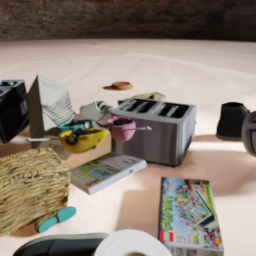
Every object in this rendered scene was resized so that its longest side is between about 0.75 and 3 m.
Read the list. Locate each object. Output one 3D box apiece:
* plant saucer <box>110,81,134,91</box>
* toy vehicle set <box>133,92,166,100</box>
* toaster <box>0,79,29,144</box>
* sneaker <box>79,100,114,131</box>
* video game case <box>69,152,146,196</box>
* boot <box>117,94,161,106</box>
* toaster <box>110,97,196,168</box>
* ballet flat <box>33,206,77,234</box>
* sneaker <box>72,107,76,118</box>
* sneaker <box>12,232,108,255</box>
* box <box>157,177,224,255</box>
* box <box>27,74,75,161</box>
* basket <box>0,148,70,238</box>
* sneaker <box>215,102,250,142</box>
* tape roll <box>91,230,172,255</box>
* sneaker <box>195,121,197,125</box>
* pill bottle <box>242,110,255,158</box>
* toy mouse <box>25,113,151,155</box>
[{"bbox_3d":[-0.385,-2.555,16.925,1.440,0.270,1.440,-1,23,0],"label":"plant saucer"},{"bbox_3d":[1.131,-1.611,14.812,1.502,0.199,0.933,-12,26,-25],"label":"toy vehicle set"},{"bbox_3d":[-4.559,-0.586,10.309,1.264,2.130,1.926,8,32,14],"label":"toaster"},{"bbox_3d":[-1.288,-0.715,11.682,0.983,1.036,2.573,-21,27,-32],"label":"sneaker"},{"bbox_3d":[-0.706,1.151,7.561,1.698,0.214,1.866,-23,15,-29],"label":"video game case"},{"bbox_3d":[0.408,-0.878,11.417,1.823,0.793,2.192,10,-13,10],"label":"boot"},{"bbox_3d":[0.793,0.077,9.164,2.410,1.582,2.665,9,25,22],"label":"toaster"},{"bbox_3d":[-1.647,2.011,6.292,1.019,0.360,0.360,-22,32,-40],"label":"ballet flat"},{"bbox_3d":[-2.463,-0.453,11.315,2.347,0.865,1.356,28,27,32],"label":"sneaker"},{"bbox_3d":[-1.136,2.416,4.806,1.819,0.680,0.966,-8,36,-5],"label":"sneaker"},{"bbox_3d":[1.315,1.945,6.314,1.278,0.403,2.322,3,24,7],"label":"box"},{"bbox_3d":[-2.539,-0.398,9.258,1.220,1.016,2.970,14,38,-36],"label":"box"},{"bbox_3d":[-2.666,1.159,6.226,2.301,1.642,1.714,-17,42,-34],"label":"basket"},{"bbox_3d":[4.531,-0.247,10.178,2.563,1.361,0.959,-2,23,-6],"label":"sneaker"},{"bbox_3d":[0.073,2.397,4.289,1.554,0.544,1.554,20,35,-15],"label":"tape roll"},{"bbox_3d":[2.253,-0.068,10.959,0.863,0.323,0.458,-26,-25,36],"label":"sneaker"},{"bbox_3d":[4.868,0.218,8.028,1.560,1.560,2.696,-18,12,-36],"label":"pill bottle"},{"bbox_3d":[-0.864,0.100,7.790,2.980,0.577,2.648,-5,14,4],"label":"toy mouse"}]
